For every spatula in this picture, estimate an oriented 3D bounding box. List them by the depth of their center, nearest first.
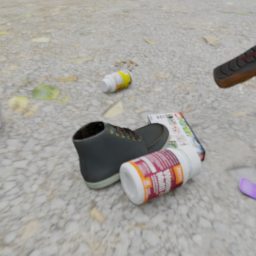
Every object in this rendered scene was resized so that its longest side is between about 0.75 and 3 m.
[{"bbox_3d":[3.693,1.736,6.980,1.807,0.186,0.511,17,39,23],"label":"spatula"}]

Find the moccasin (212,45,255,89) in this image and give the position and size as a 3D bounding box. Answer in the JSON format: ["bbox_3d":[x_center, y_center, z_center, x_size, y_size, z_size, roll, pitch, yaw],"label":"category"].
[{"bbox_3d":[3.858,-1.868,8.516,2.459,0.949,0.899,-29,56,18],"label":"moccasin"}]

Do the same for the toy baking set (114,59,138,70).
[{"bbox_3d":[-0.056,-3.223,14.407,1.104,0.167,1.438,-24,40,-27],"label":"toy baking set"}]

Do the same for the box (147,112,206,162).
[{"bbox_3d":[1.456,0.268,8.967,1.243,0.392,2.258,-5,34,-7],"label":"box"}]

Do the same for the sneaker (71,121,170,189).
[{"bbox_3d":[-0.032,0.281,7.551,2.948,1.566,1.102,-31,36,-28],"label":"sneaker"}]

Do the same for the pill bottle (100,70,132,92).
[{"bbox_3d":[-0.519,-1.985,12.013,1.351,0.738,0.738,-26,42,-33],"label":"pill bottle"}]

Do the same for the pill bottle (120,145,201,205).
[{"bbox_3d":[0.840,1.125,7.119,1.914,1.048,1.048,-17,37,-24],"label":"pill bottle"}]

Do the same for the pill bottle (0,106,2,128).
[{"bbox_3d":[-5.616,-0.400,8.991,2.591,1.469,1.469,-3,34,-6],"label":"pill bottle"}]
